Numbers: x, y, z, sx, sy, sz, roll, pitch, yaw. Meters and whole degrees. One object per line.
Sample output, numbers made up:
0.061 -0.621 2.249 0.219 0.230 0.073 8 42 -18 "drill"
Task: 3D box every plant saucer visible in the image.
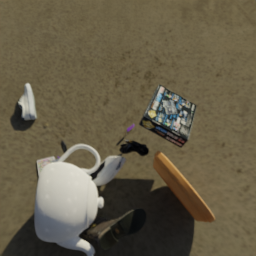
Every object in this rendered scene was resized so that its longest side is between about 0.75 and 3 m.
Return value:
1.760 2.067 9.546 0.544 2.908 2.908 -39 64 -1 "plant saucer"

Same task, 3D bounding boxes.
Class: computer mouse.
-0.525 1.463 10.399 2.699 1.480 0.592 -41 63 16 "computer mouse"

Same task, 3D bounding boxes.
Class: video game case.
-3.284 1.688 11.360 0.709 0.089 0.991 -14 59 -9 "video game case"

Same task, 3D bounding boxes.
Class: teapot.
-1.841 2.392 9.340 2.021 2.767 2.731 1 31 -5 "teapot"

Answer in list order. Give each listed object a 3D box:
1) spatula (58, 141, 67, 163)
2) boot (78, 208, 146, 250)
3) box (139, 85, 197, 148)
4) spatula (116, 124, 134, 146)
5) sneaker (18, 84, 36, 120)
-2.366 1.027 10.289 0.236 2.297 0.649 -31 71 -27 "spatula"
-0.608 3.239 9.532 2.077 1.809 0.719 -23 97 -29 "boot"
1.486 -0.483 9.998 1.682 0.487 2.116 29 44 -2 "box"
-0.123 0.288 10.820 0.114 1.109 0.313 33 19 -13 "spatula"
-4.679 -1.210 12.814 0.690 0.712 1.950 -11 59 -12 "sneaker"
